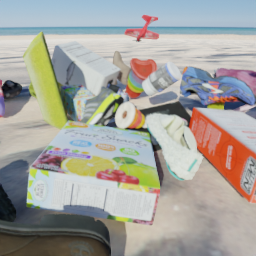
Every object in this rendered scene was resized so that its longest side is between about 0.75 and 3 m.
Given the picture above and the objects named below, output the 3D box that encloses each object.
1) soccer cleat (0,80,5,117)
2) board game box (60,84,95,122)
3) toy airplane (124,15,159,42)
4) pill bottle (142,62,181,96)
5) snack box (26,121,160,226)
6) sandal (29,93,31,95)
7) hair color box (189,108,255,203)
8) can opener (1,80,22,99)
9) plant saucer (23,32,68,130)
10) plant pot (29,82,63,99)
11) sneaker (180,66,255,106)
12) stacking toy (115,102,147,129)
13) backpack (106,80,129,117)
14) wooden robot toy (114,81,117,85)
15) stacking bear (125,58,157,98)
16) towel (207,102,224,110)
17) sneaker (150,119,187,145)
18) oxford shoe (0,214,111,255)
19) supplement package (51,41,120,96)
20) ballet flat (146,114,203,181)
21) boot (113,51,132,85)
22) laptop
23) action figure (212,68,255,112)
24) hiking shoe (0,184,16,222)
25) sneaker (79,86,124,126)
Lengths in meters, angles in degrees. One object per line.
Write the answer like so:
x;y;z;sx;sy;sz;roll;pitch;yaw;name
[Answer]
-4.742;-1.359;9.606;1.132;0.988;2.961;-47;46;-6;soccer cleat
-1.665;-0.864;9.320;0.744;0.757;1.444;-12;31;-26;board game box
0.554;-3.442;9.708;1.366;0.251;1.366;-9;-20;-3;toy airplane
0.994;-1.460;8.498;1.088;0.619;0.619;-32;3;33;pill bottle
-0.495;0.622;5.182;1.878;0.700;2.641;10;15;-2;snack box
-3.855;-1.640;12.142;0.448;0.269;1.194;8;23;19;sandal
2.453;0.416;5.869;1.425;0.860;2.807;5;20;-12;hair color box
-5.040;-1.282;10.811;0.630;0.782;1.988;31;44;32;can opener
-2.506;-1.432;8.489;0.645;2.693;2.689;-15;24;-10;plant saucer
-3.377;-1.819;11.398;1.397;1.397;1.327;3;38;7;plant pot
2.264;-0.910;7.252;2.095;0.822;0.789;25;0;35;sneaker
0.181;-0.199;6.573;0.856;0.625;0.625;20;5;-40;stacking toy
-0.409;-0.755;8.264;0.788;1.022;0.974;27;-2;4;backpack
-1.345;-1.955;12.690;2.015;0.888;0.915;5;-13;13;wooden robot toy
0.367;-1.739;10.572;0.986;1.623;0.923;-1;64;-19;stacking bear
2.463;-0.582;7.833;0.498;1.158;0.105;10;-4;-15;towel
0.971;0.053;6.609;1.052;0.369;0.432;-38;25;-32;sneaker
-1.560;1.613;2.864;2.848;1.035;1.202;-4;25;-8;oxford shoe
-1.699;-2.147;10.792;2.258;1.320;1.324;33;35;11;supplement package
0.936;0.172;5.539;0.740;0.740;2.064;-5;34;-11;ballet flat
-0.115;-2.381;11.351;0.970;1.326;0.466;25;46;28;boot
0.623;0.030;7.984;1.982;1.227;2.116;-15;54;-24;laptop
3.782;-1.106;7.688;1.914;2.127;2.857;-21;20;-33;action figure
-2.400;1.183;4.348;0.902;0.774;2.081;-33;21;-30;hiking shoe
-0.887;-0.302;7.077;0.701;1.733;0.640;48;6;30;sneaker
